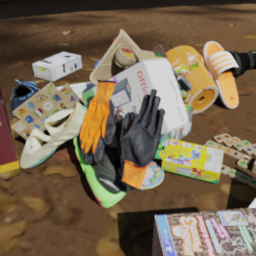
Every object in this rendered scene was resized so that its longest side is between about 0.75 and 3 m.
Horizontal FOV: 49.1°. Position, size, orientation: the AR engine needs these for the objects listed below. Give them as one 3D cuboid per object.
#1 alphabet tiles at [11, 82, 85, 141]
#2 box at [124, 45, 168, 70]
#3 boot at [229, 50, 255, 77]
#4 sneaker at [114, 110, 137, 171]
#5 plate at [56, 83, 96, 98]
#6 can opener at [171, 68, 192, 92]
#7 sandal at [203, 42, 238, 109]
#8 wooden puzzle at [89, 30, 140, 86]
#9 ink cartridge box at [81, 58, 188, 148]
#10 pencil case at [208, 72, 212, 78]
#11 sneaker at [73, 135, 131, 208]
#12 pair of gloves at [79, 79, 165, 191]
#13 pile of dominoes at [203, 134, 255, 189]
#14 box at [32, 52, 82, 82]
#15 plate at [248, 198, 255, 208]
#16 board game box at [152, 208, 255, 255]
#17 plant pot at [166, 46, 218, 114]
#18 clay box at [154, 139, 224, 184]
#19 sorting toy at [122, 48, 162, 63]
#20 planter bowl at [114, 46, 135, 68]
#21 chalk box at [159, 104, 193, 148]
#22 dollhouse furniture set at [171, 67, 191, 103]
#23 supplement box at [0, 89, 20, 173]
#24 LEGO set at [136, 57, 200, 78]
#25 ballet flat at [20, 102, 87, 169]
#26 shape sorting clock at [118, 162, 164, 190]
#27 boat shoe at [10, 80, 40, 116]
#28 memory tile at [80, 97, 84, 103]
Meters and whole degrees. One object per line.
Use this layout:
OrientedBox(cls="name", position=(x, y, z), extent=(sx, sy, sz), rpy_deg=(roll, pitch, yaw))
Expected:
OrientedBox(cls="alphabet tiles", position=(-2.521, -0.385, 9.045), extent=(2.213, 1.841, 0.070), rpy_deg=(-39, 46, -4))
OrientedBox(cls="box", position=(0.670, -2.504, 10.923), extent=(1.647, 0.617, 0.825), rpy_deg=(-33, 13, 6))
OrientedBox(cls="boot", position=(6.634, -3.519, 15.081), extent=(2.198, 1.106, 2.940), rpy_deg=(7, 34, 11))
OrientedBox(cls="sneaker", position=(-0.115, 0.315, 7.731), extent=(0.678, 1.792, 1.035), rpy_deg=(-11, 23, -31))
OrientedBox(cls="plate", position=(-2.361, -1.308, 12.291), extent=(2.630, 0.426, 2.636), rpy_deg=(-14, 37, -19))
OrientedBox(cls="can opener", position=(1.472, -1.647, 8.772), extent=(1.373, 0.456, 0.362), rpy_deg=(41, 63, 9))
OrientedBox(cls="sandal", position=(4.138, -2.282, 11.630), extent=(1.135, 2.962, 0.849), rpy_deg=(-23, 2, -23))
OrientedBox(cls="wooden puzzle", position=(-0.520, -2.642, 11.688), extent=(0.547, 2.361, 2.187), rpy_deg=(35, 6, 26))
OrientedBox(cls="ink cartridge box", position=(0.127, -0.606, 8.396), extent=(2.783, 2.022, 1.218), rpy_deg=(-18, 2, 40))
OrientedBox(cls="pencil case", position=(3.861, -2.649, 14.422), extent=(0.945, 0.443, 0.429), rpy_deg=(7, 79, 10))
OrientedBox(cls="sneaker", position=(-0.762, 0.981, 8.163), extent=(1.222, 1.120, 2.918), rpy_deg=(-23, 49, -12))
OrientedBox(cls="pair of gloves", position=(-0.276, 0.045, 6.786), extent=(2.580, 2.298, 0.319), rpy_deg=(20, 9, 42))
OrientedBox(cls="pile of dominoes", position=(3.728, 0.874, 9.006), extent=(2.683, 0.427, 2.091), rpy_deg=(25, 41, 32))
OrientedBox(cls="box", position=(-3.793, -3.359, 15.207), extent=(1.377, 0.710, 2.361), rpy_deg=(19, 38, 27))
OrientedBox(cls="plate", position=(4.045, 2.235, 6.145), extent=(2.546, 0.412, 2.552), rpy_deg=(-48, 50, -11))
OrientedBox(cls="board game box", position=(1.590, 2.536, 5.284), extent=(2.144, 1.709, 1.038), rpy_deg=(-3, 32, -5))
OrientedBox(cls="plant pot", position=(2.484, -1.817, 11.669), extent=(2.354, 2.354, 2.155), rpy_deg=(-15, 51, -22))
OrientedBox(cls="clay box", position=(1.860, 0.963, 8.649), extent=(1.961, 0.467, 1.127), rpy_deg=(12, 36, 18))
OrientedBox(cls="sorting toy", position=(0.468, -2.106, 8.545), extent=(1.465, 0.248, 0.706), rpy_deg=(1, 39, -25))
OrientedBox(cls="planter bowl", position=(-0.198, -2.683, 10.810), extent=(0.814, 0.548, 0.814), rpy_deg=(29, 33, -21))
OrientedBox(cls="chalk box", position=(1.278, -0.112, 9.858), extent=(1.139, 1.145, 1.840), rpy_deg=(27, 40, 35))
OrientedBox(cls="dollhouse furniture set", position=(1.200, -1.350, 10.563), extent=(1.037, 1.353, 2.066), rpy_deg=(-38, 15, -14))
OrientedBox(cls="supplement box", position=(-4.854, -0.443, 8.699), extent=(1.951, 2.938, 2.898), rpy_deg=(-14, 36, -21))
OrientedBox(cls="LEGO set", position=(1.289, -1.723, 9.091), extent=(2.165, 0.996, 0.806), rpy_deg=(0, 37, -3))
OrientedBox(cls="ballet flat", position=(-2.335, 0.174, 8.327), extent=(2.942, 0.917, 0.992), rpy_deg=(-33, 39, 14))
OrientedBox(cls="shape sorting clock", position=(0.385, 1.339, 8.435), extent=(1.377, 0.270, 1.377), rpy_deg=(0, 34, 0))
OrientedBox(cls="boat shoe", position=(-4.444, -1.517, 12.185), extent=(1.145, 0.934, 2.721), rpy_deg=(-7, 34, -11))
OrientedBox(cls="memory tile", position=(-1.615, -0.574, 10.865), extent=(2.147, 0.180, 1.646), rpy_deg=(-20, 59, -28))
